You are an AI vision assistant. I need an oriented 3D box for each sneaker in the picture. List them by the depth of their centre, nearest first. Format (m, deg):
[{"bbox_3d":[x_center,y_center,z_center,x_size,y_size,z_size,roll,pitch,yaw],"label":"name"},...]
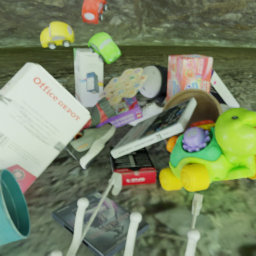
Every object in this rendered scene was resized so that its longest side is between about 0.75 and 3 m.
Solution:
[{"bbox_3d":[-1.049,0.288,8.496,0.949,0.884,2.392,38,24,-1],"label":"sneaker"},{"bbox_3d":[0.776,-0.579,11.165,1.917,0.835,0.714,-13,24,-10],"label":"sneaker"}]

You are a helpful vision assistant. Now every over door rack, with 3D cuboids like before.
[{"bbox_3d":[0.208,1.674,5.038,2.073,0.934,2.805,12,23,15],"label":"over door rack"}]

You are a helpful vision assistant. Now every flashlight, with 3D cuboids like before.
[{"bbox_3d":[-1.371,-0.153,8.820,2.023,0.685,0.687,-33,-14,-2],"label":"flashlight"}]

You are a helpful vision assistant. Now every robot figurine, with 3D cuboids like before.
[{"bbox_3d":[1.782,-2.267,14.303,2.656,1.657,1.996,1,18,-25],"label":"robot figurine"}]

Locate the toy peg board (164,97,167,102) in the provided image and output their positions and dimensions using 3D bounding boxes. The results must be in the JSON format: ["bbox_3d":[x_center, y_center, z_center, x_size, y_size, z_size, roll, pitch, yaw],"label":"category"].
[{"bbox_3d":[2.436,-1.261,12.981,1.144,1.149,0.562,7,62,-14],"label":"toy peg board"}]

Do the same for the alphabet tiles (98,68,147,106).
[{"bbox_3d":[-0.275,-1.745,11.715,2.107,0.157,2.155,7,52,45],"label":"alphabet tiles"}]

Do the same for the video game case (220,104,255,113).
[{"bbox_3d":[3.499,0.001,9.441,1.634,0.410,1.802,-42,40,-23],"label":"video game case"}]

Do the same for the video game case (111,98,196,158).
[{"bbox_3d":[0.809,-0.041,8.018,2.116,0.272,2.327,-25,10,28],"label":"video game case"}]

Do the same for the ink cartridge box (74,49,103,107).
[{"bbox_3d":[-1.984,-2.509,13.838,1.141,2.607,1.895,-4,20,-19],"label":"ink cartridge box"}]

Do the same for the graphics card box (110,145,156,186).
[{"bbox_3d":[0.070,0.969,7.765,1.075,0.436,1.714,-4,23,-8],"label":"graphics card box"}]

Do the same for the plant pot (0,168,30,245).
[{"bbox_3d":[-2.652,1.600,5.107,1.261,1.342,1.342,-21,25,-9],"label":"plant pot"}]

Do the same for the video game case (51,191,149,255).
[{"bbox_3d":[-0.593,1.892,5.727,1.680,0.159,1.200,18,26,41],"label":"video game case"}]

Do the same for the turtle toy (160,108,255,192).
[{"bbox_3d":[1.984,0.513,6.299,2.162,1.500,2.967,-7,-10,-18],"label":"turtle toy"}]

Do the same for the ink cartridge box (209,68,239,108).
[{"bbox_3d":[3.710,-1.817,12.416,0.535,2.885,1.366,-49,32,-3],"label":"ink cartridge box"}]

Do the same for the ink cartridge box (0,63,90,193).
[{"bbox_3d":[-2.454,-0.009,6.670,2.540,1.861,1.051,-50,30,-9],"label":"ink cartridge box"}]

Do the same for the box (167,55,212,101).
[{"bbox_3d":[2.411,-1.586,11.369,1.339,2.610,1.236,-6,21,-17],"label":"box"}]

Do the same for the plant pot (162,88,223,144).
[{"bbox_3d":[2.110,-0.159,8.925,2.041,2.041,0.942,18,3,38],"label":"plant pot"}]

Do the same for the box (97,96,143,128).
[{"bbox_3d":[-0.438,-0.712,11.299,1.763,0.504,2.576,-21,21,4],"label":"box"}]

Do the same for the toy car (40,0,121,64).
[{"bbox_3d":[-1.303,-3.239,9.505,2.885,0.643,2.715,-41,69,-13],"label":"toy car"}]

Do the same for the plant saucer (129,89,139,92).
[{"bbox_3d":[-0.089,-2.282,16.376,1.810,0.248,1.810,1,16,0],"label":"plant saucer"}]
